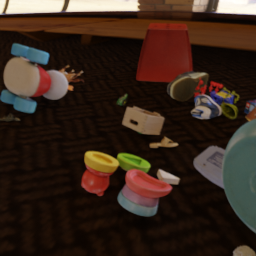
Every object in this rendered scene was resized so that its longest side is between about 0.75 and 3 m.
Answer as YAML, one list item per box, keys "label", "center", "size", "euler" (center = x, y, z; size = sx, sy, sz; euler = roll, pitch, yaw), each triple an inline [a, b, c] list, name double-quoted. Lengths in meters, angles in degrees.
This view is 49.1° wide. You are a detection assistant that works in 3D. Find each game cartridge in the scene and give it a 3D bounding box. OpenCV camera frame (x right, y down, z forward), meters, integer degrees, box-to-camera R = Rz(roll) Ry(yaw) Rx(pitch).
- label: "game cartridge"
  center: [2.656, 1.133, 7.510]
  size: [1.098, 0.337, 1.650]
  euler: [-26, 42, -35]

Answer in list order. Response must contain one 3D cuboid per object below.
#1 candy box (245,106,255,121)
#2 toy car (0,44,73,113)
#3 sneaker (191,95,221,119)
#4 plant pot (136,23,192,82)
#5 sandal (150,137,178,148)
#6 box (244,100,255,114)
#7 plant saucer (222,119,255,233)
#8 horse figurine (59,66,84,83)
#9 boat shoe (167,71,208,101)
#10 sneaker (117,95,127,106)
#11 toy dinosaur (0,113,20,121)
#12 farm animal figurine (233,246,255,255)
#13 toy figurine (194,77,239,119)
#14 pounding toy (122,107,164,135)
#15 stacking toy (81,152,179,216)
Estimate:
- label: "candy box"
  center: [4.690, -0.193, 9.065]
  size: [0.480, 0.991, 1.699]
  euler: [28, 23, -25]
- label: "toy car"
  center: [-3.593, -1.924, 11.853]
  size: [2.303, 2.400, 2.604]
  euler: [24, 10, 38]
- label: "sneaker"
  center: [2.798, -0.836, 10.978]
  size: [1.088, 0.598, 1.486]
  euler: [-10, 35, -26]
- label: "plant pot"
  center: [2.032, -4.143, 15.031]
  size: [2.907, 2.564, 2.910]
  euler: [4, 29, 7]
- label: "sandal"
  center: [1.130, 0.441, 8.865]
  size: [0.900, 0.296, 0.330]
  euler: [-4, 12, -2]
- label: "box"
  center: [6.195, -0.620, 10.681]
  size: [2.713, 0.511, 1.853]
  euler: [-9, 30, -17]
- label: "plant saucer"
  center: [2.680, 1.065, 5.379]
  size: [0.462, 2.572, 2.572]
  euler: [-6, 28, -28]
- label: "horse figurine"
  center: [-3.134, -2.711, 14.536]
  size: [1.824, 0.455, 1.209]
  euler: [29, 51, 33]
- label: "boat shoe"
  center: [2.505, -1.924, 12.425]
  size: [0.974, 1.059, 2.964]
  euler: [24, 32, 35]
- label: "sneaker"
  center: [-0.236, -1.218, 11.965]
  size: [0.355, 0.325, 0.832]
  euler: [11, 30, 14]
- label: "toy dinosaur"
  center: [-4.560, -0.355, 10.539]
  size: [0.911, 0.216, 0.401]
  euler: [-9, 36, -9]
- label: "farm animal figurine"
  center: [2.493, 2.633, 4.310]
  size: [1.682, 0.877, 1.664]
  euler: [10, 30, 18]
- label: "toy figurine"
  center: [3.931, -1.285, 11.354]
  size: [1.319, 1.161, 2.202]
  euler: [-12, 31, -31]
- label: "pounding toy"
  center: [0.551, -0.239, 9.822]
  size: [1.370, 0.714, 1.560]
  euler: [25, 13, 39]
- label: "stacking toy"
  center: [0.052, 1.426, 7.057]
  size: [2.195, 0.927, 1.987]
  euler: [25, 11, 33]
